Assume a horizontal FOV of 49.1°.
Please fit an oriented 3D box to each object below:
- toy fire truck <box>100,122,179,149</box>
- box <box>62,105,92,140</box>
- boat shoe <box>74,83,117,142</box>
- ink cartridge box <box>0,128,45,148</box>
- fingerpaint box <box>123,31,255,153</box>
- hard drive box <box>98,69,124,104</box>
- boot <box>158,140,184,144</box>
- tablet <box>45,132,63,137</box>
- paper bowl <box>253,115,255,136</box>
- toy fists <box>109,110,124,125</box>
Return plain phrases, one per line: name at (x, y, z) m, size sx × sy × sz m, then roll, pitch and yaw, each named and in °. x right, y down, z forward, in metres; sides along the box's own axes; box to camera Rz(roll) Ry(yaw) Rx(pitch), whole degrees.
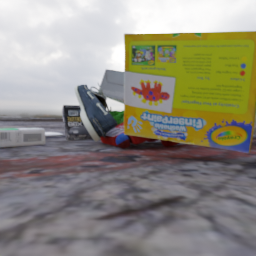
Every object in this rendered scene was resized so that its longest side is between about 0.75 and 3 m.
toy fire truck at (0.357, 0.006, 7.380) m, size 1.872 × 1.250 × 2.230 m, roll -29°, pitch 15°, yaw -20°
box at (-1.400, -0.192, 9.317) m, size 1.467 × 1.157 × 0.365 m, roll -1°, pitch -31°, yaw -24°
boat shoe at (-0.964, -0.637, 8.028) m, size 0.833 × 1.008 × 2.693 m, roll -28°, pitch 31°, yaw 0°
ink cartridge box at (-3.556, 0.223, 7.861) m, size 1.661 × 0.517 × 2.064 m, roll -2°, pitch 5°, yaw -43°
fingerpaint box at (1.121, -0.727, 5.118) m, size 2.322 × 1.937 × 0.852 m, roll 7°, pitch 17°, yaw 25°
hard drive box at (0.550, -1.193, 10.530) m, size 2.660 × 1.022 × 2.073 m, roll 18°, pitch 2°, yaw -41°
boot at (1.325, 0.194, 8.229) m, size 1.002 × 0.479 × 0.368 m, roll 2°, pitch 4°, yaw 36°
tablet at (-3.411, 0.259, 10.699) m, size 1.561 × 0.107 × 1.016 m, roll -3°, pitch 4°, yaw -41°
paper bowl at (2.596, -0.739, 7.568) m, size 2.624 × 2.624 × 1.365 m, roll 1°, pitch 33°, yaw 21°
toy fists at (-0.067, -0.196, 11.036) m, size 1.481 × 0.999 × 2.905 m, roll 1°, pitch 4°, yaw 32°
